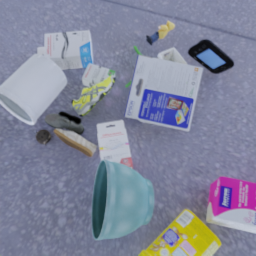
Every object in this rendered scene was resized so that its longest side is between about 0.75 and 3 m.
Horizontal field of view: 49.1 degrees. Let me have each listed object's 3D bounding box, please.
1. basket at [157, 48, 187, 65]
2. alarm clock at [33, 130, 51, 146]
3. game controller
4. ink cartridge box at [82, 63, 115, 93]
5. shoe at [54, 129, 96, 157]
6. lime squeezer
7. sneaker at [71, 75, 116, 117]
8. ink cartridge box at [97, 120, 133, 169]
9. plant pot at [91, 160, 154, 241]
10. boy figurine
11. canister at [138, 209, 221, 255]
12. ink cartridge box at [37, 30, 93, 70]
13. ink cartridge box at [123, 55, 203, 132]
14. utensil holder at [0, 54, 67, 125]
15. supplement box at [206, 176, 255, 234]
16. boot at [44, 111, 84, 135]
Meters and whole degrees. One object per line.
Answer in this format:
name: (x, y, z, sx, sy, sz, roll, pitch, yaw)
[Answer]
basket: (1.967, -2.748, 12.501, 0.893, 0.813, 1.318, -26, 68, -12)
alarm clock: (-3.510, 0.310, 11.334, 0.867, 0.289, 0.585, 29, 69, 14)
game controller: (3.551, -2.995, 11.988, 2.120, 1.106, 0.446, 26, 51, -31)
ink cartridge box: (-1.289, -2.205, 12.368, 1.249, 0.525, 0.912, 18, 66, 5)
shoe: (-2.090, 0.499, 11.082, 1.840, 0.643, 0.491, 31, 64, 5)
lime squeezer: (0.499, -2.810, 12.676, 0.872, 0.466, 2.470, 13, 61, -4)
sneaker: (-1.417, -1.441, 11.512, 2.179, 0.821, 0.832, -44, 94, -1)
ink cartridge box: (-0.548, 0.758, 10.910, 1.145, 0.663, 1.965, -9, 66, -4)
plant pot: (-0.158, 2.389, 9.299, 1.699, 2.535, 2.535, 7, 63, -15)
boy figurine: (1.518, -4.460, 12.979, 1.447, 0.900, 0.466, -39, 71, -3)
canister: (1.691, 4.049, 9.170, 2.295, 0.993, 1.705, -39, 71, -18)
ink cartridge box: (-2.974, -3.524, 12.834, 2.600, 0.882, 1.508, -6, 65, -3)
ink cartridge box: (1.437, -1.422, 11.528, 2.712, 0.637, 2.680, 13, 88, 7)
utensil holder: (-3.887, -1.589, 11.359, 1.928, 1.928, 2.269, 28, 66, 13)
supplement box: (4.289, 2.754, 9.513, 2.849, 1.472, 1.442, 11, 68, 7)
boot: (-2.586, -0.370, 11.159, 1.800, 1.176, 0.610, 18, 67, 9)
